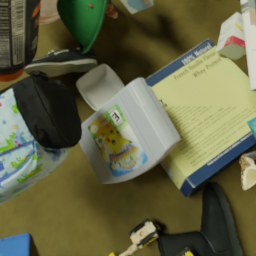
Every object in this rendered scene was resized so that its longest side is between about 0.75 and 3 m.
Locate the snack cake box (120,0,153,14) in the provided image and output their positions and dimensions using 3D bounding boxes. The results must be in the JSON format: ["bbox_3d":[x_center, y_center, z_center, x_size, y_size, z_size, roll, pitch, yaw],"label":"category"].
[{"bbox_3d":[-0.144,-3.914,6.699,0.689,2.050,1.179,-9,66,31],"label":"snack cake box"}]

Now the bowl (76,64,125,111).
[{"bbox_3d":[-0.761,-1.100,8.005,1.149,0.430,1.151,-36,78,-8],"label":"bowl"}]

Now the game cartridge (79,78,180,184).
[{"bbox_3d":[-0.128,0.254,5.706,0.476,2.351,1.567,-29,85,-48],"label":"game cartridge"}]

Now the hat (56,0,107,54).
[{"bbox_3d":[-1.409,-2.577,5.813,1.543,1.452,1.753,16,40,-26],"label":"hat"}]

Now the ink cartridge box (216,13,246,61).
[{"bbox_3d":[2.412,-2.028,6.254,0.551,0.554,0.762,18,77,-15],"label":"ink cartridge box"}]

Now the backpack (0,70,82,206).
[{"bbox_3d":[-1.957,0.353,4.274,2.382,1.943,1.832,-15,90,1],"label":"backpack"}]

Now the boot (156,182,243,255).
[{"bbox_3d":[1.645,2.672,6.937,1.915,0.865,2.337,-14,76,2],"label":"boot"}]

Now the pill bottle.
[{"bbox_3d":[-2.601,-2.173,5.633,1.558,2.933,1.558,9,60,-17],"label":"pill bottle"}]

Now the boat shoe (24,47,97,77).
[{"bbox_3d":[-1.939,-1.927,8.072,2.059,0.779,0.621,-8,77,-14],"label":"boat shoe"}]

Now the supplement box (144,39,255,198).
[{"bbox_3d":[1.690,-0.189,6.914,2.612,1.754,2.610,-34,70,-8],"label":"supplement box"}]

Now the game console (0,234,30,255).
[{"bbox_3d":[-3.011,3.431,7.083,1.223,0.723,1.044,-12,108,-2],"label":"game console"}]

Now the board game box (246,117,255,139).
[{"bbox_3d":[2.575,0.193,4.395,0.915,0.284,1.212,-31,107,14],"label":"board game box"}]

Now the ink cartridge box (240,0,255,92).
[{"bbox_3d":[2.972,-1.965,5.195,1.082,1.874,2.566,-9,83,44],"label":"ink cartridge box"}]

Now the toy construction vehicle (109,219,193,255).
[{"bbox_3d":[0.566,3.126,6.593,1.797,0.633,1.565,-39,54,-1],"label":"toy construction vehicle"}]

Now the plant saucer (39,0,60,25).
[{"bbox_3d":[-2.095,-3.825,6.734,2.594,0.416,2.594,3,102,16],"label":"plant saucer"}]

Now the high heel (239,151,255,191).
[{"bbox_3d":[2.252,0.861,5.390,0.319,0.636,0.892,32,66,1],"label":"high heel"}]

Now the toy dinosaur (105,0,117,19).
[{"bbox_3d":[-0.788,-3.883,8.416,0.657,0.872,1.285,-29,120,-21],"label":"toy dinosaur"}]
